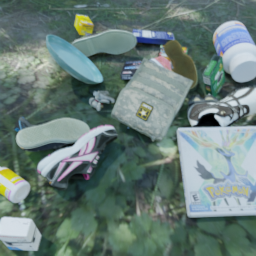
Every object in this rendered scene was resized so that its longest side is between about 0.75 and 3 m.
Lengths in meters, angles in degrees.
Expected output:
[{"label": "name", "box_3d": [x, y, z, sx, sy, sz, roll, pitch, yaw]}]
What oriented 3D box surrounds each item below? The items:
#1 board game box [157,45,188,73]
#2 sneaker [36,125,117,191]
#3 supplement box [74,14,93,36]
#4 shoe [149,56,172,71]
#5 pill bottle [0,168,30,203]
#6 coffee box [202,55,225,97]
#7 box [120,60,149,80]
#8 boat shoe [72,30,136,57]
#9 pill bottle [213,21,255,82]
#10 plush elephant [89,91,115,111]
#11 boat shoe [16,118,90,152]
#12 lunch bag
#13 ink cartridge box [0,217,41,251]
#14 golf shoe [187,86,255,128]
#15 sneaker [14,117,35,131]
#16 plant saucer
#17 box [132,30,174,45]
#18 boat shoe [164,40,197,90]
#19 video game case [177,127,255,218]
[{"label": "board game box", "box_3d": [1.871, -2.870, 12.397, 1.288, 0.288, 2.458, 12, 49, 7]}, {"label": "sneaker", "box_3d": [-1.345, 0.982, 8.619, 2.705, 1.086, 1.168, -33, 80, -27]}, {"label": "supplement box", "box_3d": [-2.252, -5.188, 14.136, 0.607, 0.611, 1.115, -4, 45, -30]}, {"label": "shoe", "box_3d": [1.562, -2.119, 11.031, 1.712, 0.612, 0.779, 49, 48, 7]}, {"label": "pill bottle", "box_3d": [-3.521, 1.585, 8.127, 1.272, 0.663, 0.663, 27, 54, 22]}, {"label": "coffee box", "box_3d": [3.194, -1.837, 10.424, 0.349, 1.585, 0.975, 26, 78, 30]}, {"label": "box", "box_3d": [0.400, -2.447, 11.747, 1.266, 0.315, 1.256, 1, 37, 13]}, {"label": "boat shoe", "box_3d": [-1.083, -3.844, 12.545, 2.942, 1.049, 0.886, -6, 31, 7]}, {"label": "pill bottle", "box_3d": [4.582, -3.189, 11.830, 1.481, 1.481, 2.644, 0, 49, 0]}, {"label": "plush elephant", "box_3d": [-1.050, -0.979, 10.407, 0.874, 0.677, 0.720, 4, 33, -45]}, {"label": "boat shoe", "box_3d": [-2.433, 0.260, 9.222, 2.413, 0.751, 0.900, -12, 72, -30]}, {"label": "lunch bag", "box_3d": [0.801, -0.893, 9.749, 1.986, 1.423, 2.421, 27, 66, 8]}, {"label": "ink cartridge box", "box_3d": [-2.679, 2.644, 6.927, 0.747, 1.033, 0.435, 2, 48, 2]}, {"label": "golf shoe", "box_3d": [3.487, -0.509, 9.444, 2.958, 1.150, 1.398, -10, 44, 23]}, {"label": "sneaker", "box_3d": [-3.365, 0.125, 9.666, 1.301, 0.476, 0.533, 26, 75, 24]}, {"label": "plant saucer", "box_3d": [-2.162, -2.629, 11.115, 0.368, 2.687, 2.687, -45, 50, 19]}, {"label": "box", "box_3d": [1.180, -4.360, 13.472, 1.975, 0.320, 1.196, 4, 34, 1]}, {"label": "boat shoe", "box_3d": [2.230, -2.501, 11.313, 0.885, 0.814, 2.477, -34, 58, 22]}, {"label": "video game case", "box_3d": [3.053, 1.203, 8.277, 2.943, 0.324, 2.683, -2, 62, -2]}]
